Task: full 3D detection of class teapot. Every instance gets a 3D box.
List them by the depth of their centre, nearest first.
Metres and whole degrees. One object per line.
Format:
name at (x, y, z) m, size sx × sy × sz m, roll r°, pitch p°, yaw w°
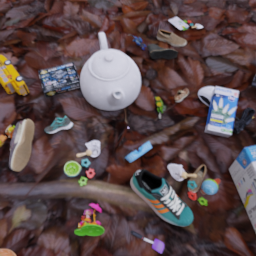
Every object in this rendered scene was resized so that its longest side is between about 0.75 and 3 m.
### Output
teapot at (-0.788, -2.369, 12.055) m, size 2.936 × 2.144 × 2.898 m, roll 28°, pitch 62°, yaw 17°

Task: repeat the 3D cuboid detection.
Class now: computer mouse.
computer mouse at (4.145, -1.008, 12.126) m, size 1.441 × 0.577 × 2.628 m, roll -38°, pitch 65°, yaw -20°

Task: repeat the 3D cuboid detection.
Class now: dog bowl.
dog bowl at (0.419, 0.952, 10.819) m, size 1.155 × 0.644 × 0.286 m, roll -33°, pitch 82°, yaw -5°

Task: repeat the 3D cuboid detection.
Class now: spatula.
spatula at (0.619, 3.731, 9.324) m, size 1.219 × 0.125 × 0.344 m, roll 22°, pitch 83°, yaw 18°

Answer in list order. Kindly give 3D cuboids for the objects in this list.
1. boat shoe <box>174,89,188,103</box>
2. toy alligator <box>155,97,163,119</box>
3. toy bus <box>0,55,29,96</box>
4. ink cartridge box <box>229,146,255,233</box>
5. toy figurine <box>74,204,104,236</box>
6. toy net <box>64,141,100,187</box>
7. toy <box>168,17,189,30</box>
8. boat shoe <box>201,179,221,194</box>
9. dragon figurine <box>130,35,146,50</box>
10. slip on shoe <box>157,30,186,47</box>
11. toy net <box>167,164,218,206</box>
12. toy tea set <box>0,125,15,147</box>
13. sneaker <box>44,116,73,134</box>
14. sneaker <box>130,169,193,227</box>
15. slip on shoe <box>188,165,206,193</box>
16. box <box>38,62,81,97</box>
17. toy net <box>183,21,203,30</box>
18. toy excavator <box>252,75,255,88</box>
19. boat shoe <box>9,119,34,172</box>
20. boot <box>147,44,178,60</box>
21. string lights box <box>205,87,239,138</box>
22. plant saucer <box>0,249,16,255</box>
boat shoe at (2.376, -1.510, 12.472) m, size 0.367 × 0.348 × 0.970 m, roll -2°, pitch 36°, yaw 45°
toy alligator at (1.392, -0.886, 12.138) m, size 0.291 × 0.402 × 1.213 m, roll -9°, pitch 58°, yaw 2°
toy bus at (-5.484, -2.362, 12.862) m, size 0.917 × 0.762 × 2.343 m, roll -32°, pitch 63°, yaw -19°
ink cartridge box at (4.964, 2.018, 9.456) m, size 1.837 × 1.870 × 2.540 m, roll -10°, pitch 58°, yaw -6°
toy figurine at (-1.295, 3.098, 9.615) m, size 1.055 × 0.792 × 0.971 m, roll -18°, pitch 42°, yaw 17°
toy net at (-1.545, 1.217, 10.740) m, size 1.040 × 0.383 × 1.983 m, roll 31°, pitch 57°, yaw 7°
toy at (2.715, -5.598, 15.205) m, size 0.603 × 0.247 × 1.048 m, roll -28°, pitch 56°, yaw -18°
boat shoe at (3.074, 2.130, 10.326) m, size 0.911 × 0.285 × 0.324 m, roll -28°, pitch 61°, yaw -17°
dragon figurine at (0.498, -4.375, 14.132) m, size 0.316 × 1.074 × 0.534 m, roll -48°, pitch 31°, yaw -2°
slip on shoe at (2.254, -4.670, 14.482) m, size 1.590 × 0.482 × 0.605 m, roll 25°, pitch 61°, yaw 15°
toy net at (2.215, 1.934, 10.079) m, size 1.891 × 0.992 × 0.365 m, roll 34°, pitch 34°, yaw 15°
toy tea set at (-4.852, 0.537, 11.128) m, size 0.500 × 0.804 × 1.352 m, roll 38°, pitch 77°, yaw -9°
sneaker at (-2.904, -0.164, 11.485) m, size 1.207 × 0.550 × 0.468 m, roll -17°, pitch 32°, yaw 6°
sneaker at (1.192, 2.363, 9.492) m, size 2.541 × 1.015 × 0.907 m, roll 36°, pitch 60°, yaw 9°
slip on shoe at (2.586, 1.874, 10.394) m, size 0.445 × 0.354 × 1.170 m, roll 31°, pitch 62°, yaw 20°
box at (-3.167, -2.253, 13.008) m, size 1.742 × 0.401 × 1.384 m, roll -18°, pitch 60°, yaw -11°
toy net at (3.499, -5.535, 15.208) m, size 1.086 × 0.210 × 0.570 m, roll 10°, pitch 56°, yaw 4°
toy excavator at (6.803, -2.739, 12.800) m, size 1.302 × 2.607 × 2.535 m, roll 21°, pitch 102°, yaw 28°
boat shoe at (-4.277, 0.679, 11.017) m, size 0.690 × 0.766 × 2.129 m, roll -5°, pitch 67°, yaw 25°
boot at (1.692, -3.908, 14.000) m, size 1.424 × 0.552 × 0.985 m, roll -1°, pitch 43°, yaw -16°
string lights box at (3.857, -0.653, 11.558) m, size 0.976 × 0.560 × 1.899 m, roll 12°, pitch 78°, yaw 6°
plant saucer at (-4.052, 4.465, 8.905) m, size 1.128 × 0.211 × 1.128 m, roll 0°, pitch 58°, yaw 1°
